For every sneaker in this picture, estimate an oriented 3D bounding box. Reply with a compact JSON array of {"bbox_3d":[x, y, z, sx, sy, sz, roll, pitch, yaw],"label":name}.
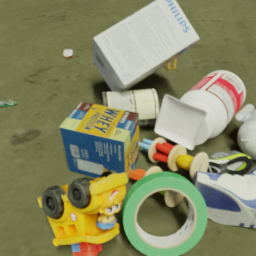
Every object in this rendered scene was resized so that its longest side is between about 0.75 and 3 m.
[{"bbox_3d":[2.505,1.075,8.095,1.933,0.714,0.782,-6,15,-2],"label":"sneaker"},{"bbox_3d":[3.032,1.610,7.087,2.829,1.143,1.634,16,37,9],"label":"sneaker"}]

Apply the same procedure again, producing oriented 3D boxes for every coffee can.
[{"bbox_3d":[0.044,-0.627,9.604,1.784,1.306,1.306,-5,39,-6],"label":"coffee can"}]

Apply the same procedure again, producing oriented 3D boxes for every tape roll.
[{"bbox_3d":[0.772,1.875,6.047,1.796,1.796,0.432,-3,6,-4],"label":"tape roll"}]

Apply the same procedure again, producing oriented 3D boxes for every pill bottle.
[{"bbox_3d":[2.574,-0.661,9.047,1.623,1.623,2.892,24,41,27],"label":"pill bottle"}]

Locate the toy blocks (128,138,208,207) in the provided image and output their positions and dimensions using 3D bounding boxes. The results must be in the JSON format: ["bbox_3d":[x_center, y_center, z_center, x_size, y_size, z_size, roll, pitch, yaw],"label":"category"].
[{"bbox_3d":[0.797,1.045,7.791,1.833,0.798,2.199,-37,36,-30],"label":"toy blocks"}]

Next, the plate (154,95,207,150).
[{"bbox_3d":[1.459,-0.175,7.883,1.276,1.273,0.206,26,34,22],"label":"plate"}]

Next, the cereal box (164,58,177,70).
[{"bbox_3d":[1.650,-4.124,13.692,0.474,1.727,2.401,-14,41,-16],"label":"cereal box"}]

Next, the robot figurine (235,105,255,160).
[{"bbox_3d":[4.291,0.114,8.611,2.060,1.372,2.430,41,52,19],"label":"robot figurine"}]

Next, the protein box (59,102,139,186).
[{"bbox_3d":[-0.714,0.439,7.867,1.779,1.766,1.200,12,43,15],"label":"protein box"}]

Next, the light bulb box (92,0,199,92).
[{"bbox_3d":[0.425,-2.799,10.187,2.974,1.856,2.948,-34,5,-8],"label":"light bulb box"}]

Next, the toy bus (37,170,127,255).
[{"bbox_3d":[-0.816,1.936,5.959,1.880,1.805,1.276,-23,-12,33],"label":"toy bus"}]

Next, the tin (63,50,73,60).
[{"bbox_3d":[-3.125,-3.839,14.585,0.525,0.196,0.937,-1,38,-8],"label":"tin"}]

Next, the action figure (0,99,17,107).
[{"bbox_3d":[-4.742,-0.968,10.951,0.768,0.210,0.453,0,35,-6],"label":"action figure"}]
